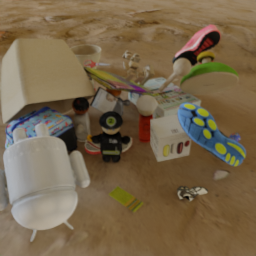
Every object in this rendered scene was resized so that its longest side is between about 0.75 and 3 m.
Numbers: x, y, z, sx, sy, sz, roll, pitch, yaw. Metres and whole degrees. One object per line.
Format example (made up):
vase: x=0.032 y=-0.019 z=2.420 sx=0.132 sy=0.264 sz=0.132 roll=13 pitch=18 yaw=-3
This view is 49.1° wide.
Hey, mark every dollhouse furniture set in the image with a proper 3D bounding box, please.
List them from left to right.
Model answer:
dollhouse furniture set: x=0.305 y=-2.279 z=11.311 sx=1.250 sy=0.813 sz=1.148 roll=9 pitch=59 yaw=-32

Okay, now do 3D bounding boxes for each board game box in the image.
board game box: x=1.495 y=-1.209 z=12.177 sx=1.950 sy=0.850 sz=2.643 roll=-17 pitch=38 yaw=-26

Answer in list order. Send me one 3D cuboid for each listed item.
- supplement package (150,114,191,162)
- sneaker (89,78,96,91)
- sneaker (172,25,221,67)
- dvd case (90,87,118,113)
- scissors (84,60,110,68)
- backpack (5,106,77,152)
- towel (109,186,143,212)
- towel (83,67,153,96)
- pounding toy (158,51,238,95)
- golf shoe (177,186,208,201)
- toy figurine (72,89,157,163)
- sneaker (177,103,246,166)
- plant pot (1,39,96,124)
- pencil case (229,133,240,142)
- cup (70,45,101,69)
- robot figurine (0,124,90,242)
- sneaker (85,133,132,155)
supplement package: x=1.444 y=0.336 z=9.603 sx=1.192 sy=1.246 sz=0.917 roll=-12 pitch=45 yaw=-7
sneaker: x=-2.102 y=-1.677 z=12.405 sx=1.707 sy=0.725 sz=0.657 roll=-3 pitch=25 yaw=44
sneaker: x=2.895 y=-3.454 z=11.953 sx=0.860 sy=2.333 sz=1.012 roll=35 pitch=41 yaw=-26
dvd case: x=-0.862 y=-0.956 z=10.289 sx=0.093 sy=0.755 sz=1.059 roll=24 pitch=-3 yaw=43
scissors: x=-1.464 y=-2.978 z=12.935 sx=1.389 sy=0.508 sz=0.097 roll=-9 pitch=-1 yaw=27
backpack: x=-3.194 y=0.203 z=9.741 sx=2.277 sy=1.532 sz=2.079 roll=26 pitch=44 yaw=33
towel: x=-0.076 y=2.097 z=8.308 sx=1.009 sy=0.091 sz=0.434 roll=26 pitch=42 yaw=32
towel: x=-0.381 y=-1.771 z=10.996 sx=1.887 sy=0.299 sz=2.627 roll=34 pitch=19 yaw=33
pounding toy: x=2.810 y=-2.293 z=10.994 sx=2.849 sy=2.199 sz=1.322 roll=2 pitch=76 yaw=-15
golf shoe: x=1.923 y=1.978 z=8.334 sx=0.922 sy=0.358 sz=0.436 roll=0 pitch=56 yaw=-1
toy figurine: x=-0.545 y=-0.386 z=10.167 sx=2.704 sy=1.881 sz=2.662 roll=-28 pitch=45 yaw=-34
sneaker: x=2.444 y=0.267 z=8.688 sx=0.946 sy=2.670 sz=1.106 roll=-54 pitch=17 yaw=-7
plant pot: x=-3.226 y=-1.790 z=10.376 sx=2.695 sy=2.389 sz=2.698 roll=-14 pitch=-5 yaw=-40
pencil case: x=3.805 y=0.539 z=10.242 sx=0.402 sy=0.361 sz=0.925 roll=9 pitch=35 yaw=38
cup: x=-2.331 y=-3.697 z=15.404 sx=1.744 sy=1.247 sz=1.744 roll=0 pitch=36 yaw=0
robot figurine: x=-2.338 y=1.383 z=7.481 sx=2.493 sy=1.660 sz=2.940 roll=-15 pitch=68 yaw=-12
sneaker: x=-0.683 y=0.511 z=9.981 sx=1.729 sy=0.710 sz=0.673 roll=-6 pitch=39 yaw=-10
